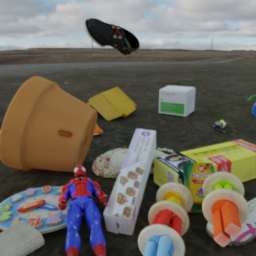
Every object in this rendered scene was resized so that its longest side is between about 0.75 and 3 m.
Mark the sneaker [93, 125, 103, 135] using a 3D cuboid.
[{"bbox_3d":[-1.392,-0.028,10.730,0.470,0.497,1.288,-11,22,-36],"label":"sneaker"}]

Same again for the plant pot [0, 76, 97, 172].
[{"bbox_3d":[-1.942,0.096,7.543,1.774,2.535,2.535,18,19,1],"label":"plant pot"}]

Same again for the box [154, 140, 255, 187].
[{"bbox_3d":[2.133,0.981,7.068,2.883,0.722,1.085,-8,19,-24],"label":"box"}]

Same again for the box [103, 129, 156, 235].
[{"bbox_3d":[0.135,1.001,6.051,0.517,0.553,2.671,6,37,13],"label":"box"}]

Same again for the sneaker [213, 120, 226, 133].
[{"bbox_3d":[3.599,-0.037,11.037,0.445,0.406,1.100,-4,9,10],"label":"sneaker"}]

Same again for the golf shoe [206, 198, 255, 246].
[{"bbox_3d":[2.233,1.569,5.069,1.779,0.819,0.646,-6,21,-14],"label":"golf shoe"}]

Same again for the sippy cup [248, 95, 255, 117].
[{"bbox_3d":[6.251,-0.919,12.777,1.063,1.139,1.451,-27,21,-35],"label":"sippy cup"}]

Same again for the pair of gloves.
[{"bbox_3d":[-2.770,2.016,4.316,2.413,0.423,2.052,7,22,31],"label":"pair of gloves"}]

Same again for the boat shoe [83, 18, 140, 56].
[{"bbox_3d":[-0.461,-2.911,8.788,0.728,0.850,2.323,-16,-13,31],"label":"boat shoe"}]

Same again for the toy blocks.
[{"bbox_3d":[1.067,1.574,4.522,1.730,0.754,2.075,-18,10,22],"label":"toy blocks"}]

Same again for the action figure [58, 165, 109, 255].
[{"bbox_3d":[-0.828,1.491,5.167,0.898,0.709,2.745,-7,23,-10],"label":"action figure"}]

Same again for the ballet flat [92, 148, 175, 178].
[{"bbox_3d":[0.211,0.816,7.311,2.276,0.861,0.727,-4,-27,-12],"label":"ballet flat"}]

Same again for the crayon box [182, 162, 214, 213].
[{"bbox_3d":[1.538,1.235,5.860,0.643,1.012,0.257,4,-27,-18],"label":"crayon box"}]

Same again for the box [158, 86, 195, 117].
[{"bbox_3d":[2.395,-1.339,13.673,1.417,1.220,1.424,9,19,27],"label":"box"}]

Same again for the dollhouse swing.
[{"bbox_3d":[-1.079,-0.826,13.480,1.918,1.855,2.110,45,25,2],"label":"dollhouse swing"}]

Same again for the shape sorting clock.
[{"bbox_3d":[-1.761,1.600,5.722,1.821,0.357,1.821,0,17,0],"label":"shape sorting clock"}]
